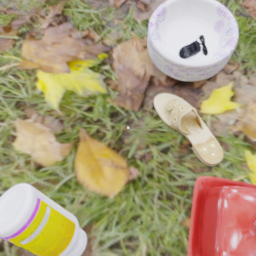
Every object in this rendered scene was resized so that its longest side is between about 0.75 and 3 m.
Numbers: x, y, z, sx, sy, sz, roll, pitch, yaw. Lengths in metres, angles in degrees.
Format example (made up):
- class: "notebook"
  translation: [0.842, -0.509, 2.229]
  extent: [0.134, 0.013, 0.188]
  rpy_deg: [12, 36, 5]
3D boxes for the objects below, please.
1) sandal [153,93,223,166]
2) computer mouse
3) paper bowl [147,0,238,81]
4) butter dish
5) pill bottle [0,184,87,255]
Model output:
- class: "sandal"
  translation: [1.949, -0.227, 8.750]
  extent: [1.104, 0.990, 3.010]
  rpy_deg: [-31, 69, -13]
- class: "computer mouse"
  translation: [2.052, -2.449, 8.839]
  extent: [0.946, 0.249, 0.655]
  rpy_deg: [-15, 90, 36]
- class: "paper bowl"
  translation: [2.104, -2.943, 9.667]
  extent: [2.919, 1.518, 2.919]
  rpy_deg: [0, 69, 0]
- class: "butter dish"
  translation: [3.075, 2.525, 6.886]
  extent: [2.797, 2.073, 2.805]
  rpy_deg: [11, 65, 4]
- class: "pill bottle"
  translation: [-1.905, 2.277, 6.392]
  extent: [1.148, 2.202, 1.148]
  rpy_deg: [-22, 40, 20]
